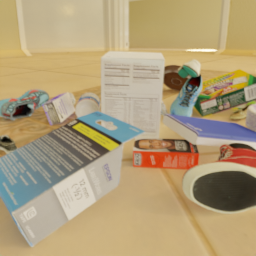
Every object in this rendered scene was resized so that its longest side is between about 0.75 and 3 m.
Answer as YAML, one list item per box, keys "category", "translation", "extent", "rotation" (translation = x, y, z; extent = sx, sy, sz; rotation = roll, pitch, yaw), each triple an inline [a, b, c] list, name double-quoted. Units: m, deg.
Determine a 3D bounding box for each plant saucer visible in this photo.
- category: "plant saucer"
  translation: [2.727, -2.673, 15.624]
  extent: [2.142, 2.142, 0.344]
  rotation: [9, 64, 23]

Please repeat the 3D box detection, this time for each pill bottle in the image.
- category: "pill bottle"
  translation: [-1.641, -0.924, 11.700]
  extent: [0.961, 0.961, 1.712]
  rotation: [-1, 19, -3]

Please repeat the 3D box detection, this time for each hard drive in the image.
- category: "hard drive"
  translation: [2.805, 0.128, 8.768]
  extent: [2.924, 0.371, 1.929]
  rotation: [6, 17, -23]

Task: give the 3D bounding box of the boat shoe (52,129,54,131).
- category: "boat shoe"
  translation: [-2.527, 0.229, 9.422]
  extent: [0.279, 0.274, 0.774]
  rotation: [31, 6, -28]

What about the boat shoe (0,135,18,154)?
- category: "boat shoe"
  translation: [-3.789, 0.435, 8.695]
  extent: [1.340, 0.475, 0.483]
  rotation: [17, 27, 39]

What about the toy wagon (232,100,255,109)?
- category: "toy wagon"
  translation: [5.129, -1.286, 13.377]
  extent: [2.288, 0.453, 1.775]
  rotation: [5, 20, 18]

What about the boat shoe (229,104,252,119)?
- category: "boat shoe"
  translation: [4.648, -0.644, 11.509]
  extent: [1.320, 0.414, 0.484]
  rotation: [-18, 12, -29]

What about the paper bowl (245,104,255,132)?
- category: "paper bowl"
  translation: [4.976, -0.118, 9.431]
  extent: [1.912, 0.994, 1.912]
  rotation: [1, 20, 0]

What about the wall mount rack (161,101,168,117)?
- category: "wall mount rack"
  translation: [1.200, -0.710, 11.352]
  extent: [0.391, 1.048, 0.911]
  rotation: [-43, 39, -20]

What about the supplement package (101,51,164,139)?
- category: "supplement package"
  translation: [0.159, -1.231, 9.928]
  extent: [2.014, 2.673, 2.029]
  rotation: [3, 21, 3]

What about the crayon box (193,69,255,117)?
- category: "crayon box"
  translation: [4.201, -1.617, 12.492]
  extent: [2.730, 0.796, 2.356]
  rotation: [-19, 24, 5]

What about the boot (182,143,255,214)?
- category: "boot"
  translation: [2.253, 0.960, 6.600]
  extent: [2.875, 1.041, 2.074]
  rotation: [2, 18, -19]

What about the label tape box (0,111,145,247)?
- category: "label tape box"
  translation: [-1.276, 0.795, 6.069]
  extent: [2.919, 0.965, 2.091]
  rotation: [-29, 32, -27]

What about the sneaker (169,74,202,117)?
- category: "sneaker"
  translation: [2.357, -1.312, 11.350]
  extent: [0.927, 1.063, 2.364]
  rotation: [21, 65, 13]

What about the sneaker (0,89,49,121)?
- category: "sneaker"
  translation: [-4.235, -0.869, 11.919]
  extent: [1.159, 0.962, 2.425]
  rotation: [26, 39, 30]

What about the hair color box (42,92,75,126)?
- category: "hair color box"
  translation: [-2.771, -0.805, 11.340]
  extent: [0.526, 0.888, 1.625]
  rotation: [-14, 17, 14]

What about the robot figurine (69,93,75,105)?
- category: "robot figurine"
  translation: [-2.765, -1.359, 13.243]
  extent: [0.446, 0.670, 0.790]
  rotation: [-24, 46, -7]

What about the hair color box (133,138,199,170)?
- category: "hair color box"
  translation: [1.029, 0.707, 7.862]
  extent: [1.757, 0.538, 0.892]
  rotation: [1, 22, 5]

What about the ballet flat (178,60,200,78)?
- category: "ballet flat"
  translation: [2.537, -2.441, 11.338]
  extent: [0.706, 0.706, 2.034]
  rotation: [-1, 7, -4]
